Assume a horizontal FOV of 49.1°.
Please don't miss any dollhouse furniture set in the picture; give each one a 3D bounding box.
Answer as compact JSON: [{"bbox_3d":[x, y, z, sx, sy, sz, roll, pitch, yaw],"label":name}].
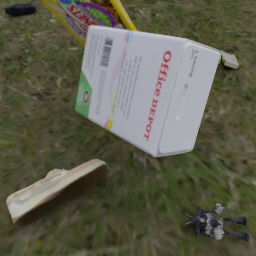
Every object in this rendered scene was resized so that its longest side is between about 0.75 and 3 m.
[{"bbox_3d":[3.116,-2.376,9.940,1.495,0.577,0.747,14,43,-13],"label":"dollhouse furniture set"}]

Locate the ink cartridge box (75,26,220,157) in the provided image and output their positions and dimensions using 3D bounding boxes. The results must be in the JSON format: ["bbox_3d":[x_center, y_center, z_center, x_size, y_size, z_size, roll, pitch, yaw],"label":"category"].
[{"bbox_3d":[0.200,-0.841,5.559,1.115,1.924,2.657,-2,20,-42],"label":"ink cartridge box"}]

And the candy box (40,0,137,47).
[{"bbox_3d":[-0.958,-2.808,6.618,1.488,2.911,0.384,-9,71,20],"label":"candy box"}]

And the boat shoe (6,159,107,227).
[{"bbox_3d":[-1.647,1.324,6.604,2.409,0.869,0.782,-30,58,-15],"label":"boat shoe"}]

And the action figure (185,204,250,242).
[{"bbox_3d":[1.945,2.066,6.121,1.316,0.672,0.782,7,62,4],"label":"action figure"}]

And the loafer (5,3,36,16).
[{"bbox_3d":[-4.616,-5.091,12.002,1.259,0.428,0.442,-13,48,-16],"label":"loafer"}]
